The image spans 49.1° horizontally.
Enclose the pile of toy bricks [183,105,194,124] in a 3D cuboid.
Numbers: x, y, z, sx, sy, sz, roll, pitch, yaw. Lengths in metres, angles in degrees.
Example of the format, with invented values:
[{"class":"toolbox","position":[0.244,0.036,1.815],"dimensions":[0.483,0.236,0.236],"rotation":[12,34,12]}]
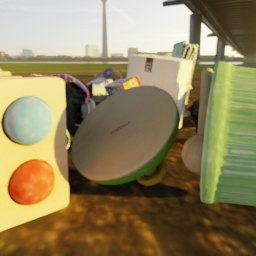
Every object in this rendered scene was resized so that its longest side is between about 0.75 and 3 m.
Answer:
[{"class":"pile of toy bricks","position":[2.229,-0.548,9.245],"dimensions":[0.663,0.590,1.195],"rotation":[-4,14,-4]}]

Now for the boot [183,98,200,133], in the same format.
[{"class":"boot","position":[2.758,-0.474,6.431],"dimensions":[2.724,1.008,2.233],"rotation":[-28,16,6]}]

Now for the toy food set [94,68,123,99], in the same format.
[{"class":"toy food set","position":[-0.880,-1.634,11.868],"dimensions":[0.407,1.644,2.586],"rotation":[-19,9,-25]}]

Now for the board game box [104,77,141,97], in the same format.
[{"class":"board game box","position":[0.136,-0.251,5.795],"dimensions":[0.358,1.547,1.172],"rotation":[-30,17,-16]}]

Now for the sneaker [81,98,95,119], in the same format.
[{"class":"sneaker","position":[-1.952,-0.864,10.029],"dimensions":[0.960,0.875,2.342],"rotation":[-9,16,-25]}]

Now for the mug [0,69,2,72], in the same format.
[{"class":"mug","position":[-5.184,-1.302,9.983],"dimensions":[1.308,1.738,2.115],"rotation":[-15,20,-42]}]

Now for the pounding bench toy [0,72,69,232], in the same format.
[{"class":"pounding bench toy","position":[-2.411,0.283,3.342],"dimensions":[2.833,1.760,2.210],"rotation":[-11,18,-40]}]

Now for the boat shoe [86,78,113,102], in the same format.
[{"class":"boat shoe","position":[-1.261,-1.509,10.800],"dimensions":[0.878,0.967,2.630],"rotation":[-4,1,-17]}]

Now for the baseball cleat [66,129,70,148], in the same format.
[{"class":"baseball cleat","position":[-2.511,-0.495,5.660],"dimensions":[2.978,1.038,1.585],"rotation":[36,4,-25]}]

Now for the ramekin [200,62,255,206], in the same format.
[{"class":"ramekin","position":[1.570,0.112,3.740],"dimensions":[0.941,1.927,1.927],"rotation":[6,15,19]}]

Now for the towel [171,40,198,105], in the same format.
[{"class":"towel","position":[1.966,-2.049,11.006],"dimensions":[0.709,2.521,2.945],"rotation":[10,15,1]}]

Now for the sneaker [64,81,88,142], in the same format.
[{"class":"sneaker","position":[-1.187,-0.388,6.302],"dimensions":[0.785,1.583,0.560],"rotation":[-39,-21,24]}]

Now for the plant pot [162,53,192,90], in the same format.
[{"class":"plant pot","position":[1.969,-2.548,13.554],"dimensions":[1.775,1.895,1.775],"rotation":[-16,3,1]}]

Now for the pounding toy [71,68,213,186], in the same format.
[{"class":"pounding toy","position":[0.351,0.262,4.501],"dimensions":[2.359,1.095,1.821],"rotation":[-12,45,26]}]

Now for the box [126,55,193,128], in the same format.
[{"class":"box","position":[0.794,-0.879,7.372],"dimensions":[1.280,1.948,1.958],"rotation":[12,17,18]}]

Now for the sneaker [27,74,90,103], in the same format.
[{"class":"sneaker","position":[-2.269,-1.325,9.646],"dimensions":[2.726,1.006,1.193],"rotation":[11,8,30]}]

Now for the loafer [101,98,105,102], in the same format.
[{"class":"loafer","position":[-0.361,-0.338,7.146],"dimensions":[0.470,1.316,0.480],"rotation":[-18,60,-4]}]
